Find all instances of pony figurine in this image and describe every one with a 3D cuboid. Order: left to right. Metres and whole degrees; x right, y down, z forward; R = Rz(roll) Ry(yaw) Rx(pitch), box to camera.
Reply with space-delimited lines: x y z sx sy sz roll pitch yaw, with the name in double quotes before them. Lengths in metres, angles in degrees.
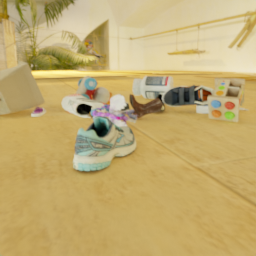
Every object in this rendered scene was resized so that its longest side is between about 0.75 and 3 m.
"pony figurine" -0.479 -0.463 11.069 1.766 1.524 1.830 -1 -2 39

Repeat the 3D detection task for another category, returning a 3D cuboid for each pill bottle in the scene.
"pill bottle" 1.660 -2.692 18.676 2.518 1.506 1.506 5 16 17

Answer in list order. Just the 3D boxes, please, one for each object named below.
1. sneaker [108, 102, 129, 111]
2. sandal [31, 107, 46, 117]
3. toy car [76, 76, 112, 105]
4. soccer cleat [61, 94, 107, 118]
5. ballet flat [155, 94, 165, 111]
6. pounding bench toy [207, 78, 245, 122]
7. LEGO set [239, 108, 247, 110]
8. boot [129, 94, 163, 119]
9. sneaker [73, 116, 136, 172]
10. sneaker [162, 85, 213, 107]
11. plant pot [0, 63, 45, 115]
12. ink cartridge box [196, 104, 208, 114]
"sneaker" -0.539 -0.996 14.398 0.870 0.570 1.507 -12 10 -21
"sandal" -4.475 -0.874 14.035 0.646 0.390 1.586 -3 15 -11
"toy car" -1.833 -1.707 15.670 2.101 1.858 1.937 24 -3 -23
"soccer cleat" -2.340 -1.030 13.529 2.952 1.013 1.257 16 17 33
"ballet flat" 1.582 -1.332 15.083 0.821 0.702 2.470 7 16 3
"pounding bench toy" 4.519 -0.958 12.902 1.304 2.099 1.637 9 50 28
"LEGO set" 5.342 -1.326 15.166 1.443 0.474 1.932 -1 15 -43
"boot" 0.845 -1.159 12.782 1.456 1.357 0.468 -19 39 -6
"sneaker" -0.531 0.239 8.201 1.127 1.254 2.904 6 16 21
"sneaker" 3.170 -1.673 14.413 2.780 1.090 1.104 -6 4 1
"plant pot" -5.833 -1.682 13.744 2.131 2.133 1.888 -4 27 32
"ink cartridge box" 3.962 -1.076 14.762 0.689 0.397 1.190 3 16 13
